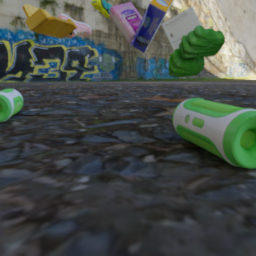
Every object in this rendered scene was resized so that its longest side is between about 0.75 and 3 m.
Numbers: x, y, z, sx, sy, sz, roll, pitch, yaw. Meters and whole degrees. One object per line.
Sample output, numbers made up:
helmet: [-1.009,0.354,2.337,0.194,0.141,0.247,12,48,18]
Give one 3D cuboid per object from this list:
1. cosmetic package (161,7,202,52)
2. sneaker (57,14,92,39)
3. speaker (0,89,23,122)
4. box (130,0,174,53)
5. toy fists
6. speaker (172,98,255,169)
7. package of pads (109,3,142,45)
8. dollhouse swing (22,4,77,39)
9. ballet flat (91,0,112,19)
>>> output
cosmetic package: [2.766,-4.210,13.251,1.604,1.917,1.595,-26,-8,15]
sneaker: [-2.237,-4.087,11.895,0.634,0.880,1.684,-29,-27,36]
speaker: [-4.910,-0.934,11.096,1.164,1.164,2.633,-2,12,-10]
box: [0.811,-3.084,7.232,0.511,2.462,1.466,27,-29,-5]
toy fists: [2.516,-2.970,11.236,1.443,0.974,2.832,-9,-17,-19]
speaker: [2.020,-0.006,6.444,1.237,1.237,2.798,-3,12,-13]
package of pads: [0.050,-3.040,8.113,0.736,1.221,0.462,-26,-16,-22]
dollhouse swing: [-2.588,-3.682,9.149,1.182,1.144,1.301,-20,-9,35]
ballet flat: [-0.916,-4.381,10.291,0.520,0.519,1.552,-6,2,16]
